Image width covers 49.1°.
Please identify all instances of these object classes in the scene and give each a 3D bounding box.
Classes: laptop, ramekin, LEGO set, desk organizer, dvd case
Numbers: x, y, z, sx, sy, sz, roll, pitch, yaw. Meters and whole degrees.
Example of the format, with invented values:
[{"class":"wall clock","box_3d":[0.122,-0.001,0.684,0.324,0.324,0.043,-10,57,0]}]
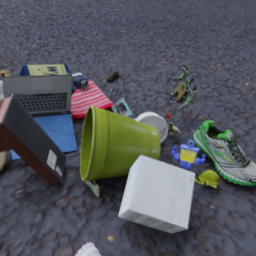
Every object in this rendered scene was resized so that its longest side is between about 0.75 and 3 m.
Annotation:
[{"class":"laptop","box_3d":[-2.814,-0.392,9.209,2.179,2.328,1.349,-7,40,-25]},{"class":"ramekin","box_3d":[0.754,0.021,9.935,1.234,1.234,0.575,-5,24,-6]},{"class":"LEGO set","box_3d":[2.001,-0.973,10.352,0.732,2.584,1.678,11,18,-25]},{"class":"desk organizer","box_3d":[-2.983,0.531,7.957,1.105,2.870,1.029,-14,46,13]},{"class":"dvd case","box_3d":[-0.258,-0.640,10.431,0.104,0.944,0.689,-29,90,-30]}]

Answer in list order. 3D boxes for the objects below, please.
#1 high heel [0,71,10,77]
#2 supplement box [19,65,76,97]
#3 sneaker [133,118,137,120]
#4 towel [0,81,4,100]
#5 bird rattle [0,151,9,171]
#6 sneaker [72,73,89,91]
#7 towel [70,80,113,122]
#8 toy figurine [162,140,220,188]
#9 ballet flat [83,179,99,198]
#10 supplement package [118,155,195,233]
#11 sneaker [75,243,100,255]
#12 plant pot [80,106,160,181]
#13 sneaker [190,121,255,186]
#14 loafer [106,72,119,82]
[{"class":"high heel","box_3d":[-5.977,-2.313,13.266,1.336,0.477,0.953,29,41,19]},{"class":"supplement box","box_3d":[-3.218,-1.471,10.767,1.715,1.717,1.153,-11,73,-36]},{"class":"sneaker","box_3d":[0.410,-0.245,10.698,1.064,0.436,0.398,-33,93,-31]},{"class":"towel","box_3d":[-5.150,-1.634,12.080,1.107,0.191,1.066,-13,61,-36]},{"class":"bird rattle","box_3d":[-4.755,0.865,8.645,1.819,1.257,2.231,30,53,-20]},{"class":"sneaker","box_3d":[-2.414,-1.997,12.613,1.333,0.507,0.963,-25,50,-28]},{"class":"towel","box_3d":[-1.942,-1.283,12.192,1.902,0.296,2.630,-19,43,-23]},{"class":"toy figurine","box_3d":[1.920,0.964,8.457,1.883,1.128,0.993,13,4,21]},{"class":"ballet flat","box_3d":[-1.057,1.762,8.463,0.281,0.281,0.809,-27,47,-29]},{"class":"supplement package","box_3d":[0.723,1.743,7.223,1.506,1.108,1.440,19,60,-6]},{"class":"sneaker","box_3d":[-1.106,3.467,5.988,0.872,0.804,1.977,23,47,26]},{"class":"plant pot","box_3d":[-0.235,0.555,8.634,2.153,2.236,2.236,6,37,-16]},{"class":"sneaker","box_3d":[3.127,0.784,8.849,1.024,1.118,2.624,-22,51,-37]},{"class":"loafer","box_3d":[-0.773,-2.510,13.647,0.312,0.305,0.856,25,43,26]}]
